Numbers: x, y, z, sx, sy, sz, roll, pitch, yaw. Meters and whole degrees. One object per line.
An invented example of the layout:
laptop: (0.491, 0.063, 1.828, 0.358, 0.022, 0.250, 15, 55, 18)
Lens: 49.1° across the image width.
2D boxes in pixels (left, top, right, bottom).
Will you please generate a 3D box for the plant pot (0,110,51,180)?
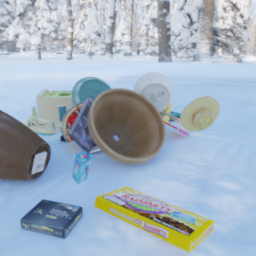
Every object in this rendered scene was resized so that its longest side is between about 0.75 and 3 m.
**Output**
plant pot: (-3.655, 0.642, 8.398, 2.415, 2.258, 2.258, 17, 22, 13)

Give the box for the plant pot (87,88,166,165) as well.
plant pot: (-0.201, 0.095, 9.950, 2.835, 2.835, 1.309, -13, -20, -34)

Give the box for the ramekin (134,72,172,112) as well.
ramekin: (0.996, -1.336, 11.002, 1.538, 1.538, 0.807, 0, 29, 0)

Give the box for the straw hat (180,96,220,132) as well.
straw hat: (2.764, -0.316, 10.348, 1.618, 1.618, 0.685, -3, 36, -8)

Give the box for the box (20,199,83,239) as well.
box: (-1.744, 2.073, 6.470, 1.124, 0.287, 0.887, 6, 20, 17)

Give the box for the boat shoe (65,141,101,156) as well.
boat shoe: (-1.446, 0.710, 10.431, 1.715, 0.588, 0.485, -8, -12, -9)

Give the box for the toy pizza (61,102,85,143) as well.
toy pizza: (-1.623, -0.080, 10.628, 1.812, 1.812, 0.287, -11, 15, -31)

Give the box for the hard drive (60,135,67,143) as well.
hard drive: (-2.068, 0.192, 12.285, 1.299, 0.306, 1.861, 1, 18, 4)

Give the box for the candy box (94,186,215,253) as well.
candy box: (0.553, 1.965, 6.422, 2.498, 0.330, 1.277, 13, 8, 35)

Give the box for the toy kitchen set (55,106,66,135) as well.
toy kitchen set: (-2.060, -0.356, 11.406, 1.538, 1.232, 0.906, -13, 19, -36)

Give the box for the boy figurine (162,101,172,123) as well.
boy figurine: (1.652, -1.009, 14.315, 1.253, 0.649, 2.016, -20, 50, 21)

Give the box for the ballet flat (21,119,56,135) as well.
ballet flat: (-4.227, -0.105, 12.603, 2.107, 0.732, 0.732, 4, 18, 12)

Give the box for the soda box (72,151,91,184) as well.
soda box: (-1.230, 1.049, 7.368, 0.316, 0.932, 0.299, -20, 53, -37)

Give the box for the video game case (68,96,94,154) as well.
video game case: (-1.397, -0.111, 9.942, 0.160, 1.202, 1.682, 3, 55, 34)

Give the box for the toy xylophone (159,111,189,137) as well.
toy xylophone: (2.004, -0.200, 12.557, 1.566, 0.537, 2.138, 25, 4, -32)

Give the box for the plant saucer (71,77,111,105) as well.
plant saucer: (-1.433, -1.310, 12.268, 2.098, 2.098, 0.288, -12, -8, -32)

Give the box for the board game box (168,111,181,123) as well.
board game box: (1.927, -0.702, 15.154, 1.254, 0.261, 1.855, -14, 22, -37)

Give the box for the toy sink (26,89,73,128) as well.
toy sink: (-3.694, -1.039, 14.005, 2.838, 1.590, 1.850, -1, 18, -4)
